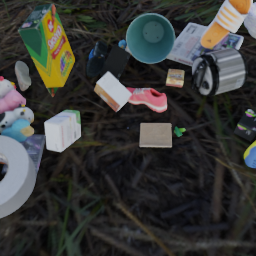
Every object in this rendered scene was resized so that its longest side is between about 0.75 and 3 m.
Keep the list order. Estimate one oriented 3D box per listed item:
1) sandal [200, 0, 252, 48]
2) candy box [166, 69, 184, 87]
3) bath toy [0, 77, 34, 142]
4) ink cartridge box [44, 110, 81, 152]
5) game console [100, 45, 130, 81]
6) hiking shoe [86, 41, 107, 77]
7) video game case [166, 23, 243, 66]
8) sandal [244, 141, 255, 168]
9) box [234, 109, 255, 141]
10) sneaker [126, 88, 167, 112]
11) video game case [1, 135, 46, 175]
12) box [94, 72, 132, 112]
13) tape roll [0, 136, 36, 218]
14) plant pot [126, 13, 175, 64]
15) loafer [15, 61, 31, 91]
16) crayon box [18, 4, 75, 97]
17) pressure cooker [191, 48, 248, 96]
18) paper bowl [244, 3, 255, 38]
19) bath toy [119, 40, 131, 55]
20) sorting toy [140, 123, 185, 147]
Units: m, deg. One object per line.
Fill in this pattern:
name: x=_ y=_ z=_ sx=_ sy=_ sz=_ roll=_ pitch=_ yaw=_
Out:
sandal: x=2.845 y=-2.972 z=8.205 sx=0.774 sy=2.019 sz=0.579 roll=22 pitch=53 yaw=-10
candy box: x=1.626 y=-1.724 z=9.633 sx=0.543 sy=0.260 sz=0.941 roll=8 pitch=33 yaw=8
bath toy: x=-3.495 y=-0.669 z=8.350 sx=1.033 sy=0.878 sz=2.377 roll=-13 pitch=50 yaw=-28
ink cartridge box: x=-1.765 y=0.053 z=7.673 sx=0.464 sy=0.800 sz=1.104 roll=8 pitch=23 yaw=17
game console: x=-0.442 y=-2.092 z=9.264 sx=0.641 sy=1.101 sz=0.969 roll=26 pitch=7 yaw=-11
hiking shoe: x=-1.173 y=-2.378 z=10.158 sx=0.591 sy=0.689 sz=1.589 roll=29 pitch=57 yaw=-20
video game case: x=3.032 y=-3.164 z=10.983 sx=2.336 sy=0.295 sz=2.564 roll=23 pitch=53 yaw=18
sandal: x=4.472 y=0.928 z=7.054 sx=2.931 sy=1.165 sz=1.276 roll=4 pitch=54 yaw=5
box: x=3.594 y=-0.094 z=8.284 sx=0.565 sy=0.473 sz=0.760 roll=31 pitch=57 yaw=23
sneaker: x=0.548 y=-1.081 z=8.978 sx=1.566 sy=0.679 sz=0.577 roll=20 pitch=53 yaw=16
video game case: x=-2.889 y=0.721 z=7.837 sx=0.925 sy=0.123 sz=1.295 roll=0 pitch=49 yaw=0
box: x=-0.480 y=-1.081 z=8.548 sx=0.986 sy=0.751 sz=0.524 roll=44 pitch=73 yaw=-1
tape roll: x=-3.398 y=1.198 z=6.950 sx=2.027 sy=0.670 sz=2.027 roll=1 pitch=56 yaw=-1
plant pot: x=0.815 y=-3.190 z=9.677 sx=1.611 sy=1.611 sz=1.085 roll=8 pitch=33 yaw=6
loafer: x=-3.578 y=-1.755 z=9.381 sx=0.454 sy=0.397 sz=1.263 roll=16 pitch=35 yaw=-43
crayon box: x=-2.293 y=-2.289 z=8.500 sx=0.590 sy=2.323 sz=1.475 roll=-2 pitch=47 yaw=13
pressure cooker: x=2.749 y=-1.744 z=8.858 sx=1.565 sy=1.377 sz=1.398 roll=-17 pitch=15 yaw=-11
paper bowl: x=5.726 y=-4.276 z=11.449 sx=1.878 sy=0.977 sz=1.878 roll=0 pitch=50 yaw=0
bath toy: x=0.365 y=-3.056 z=10.734 sx=1.405 sy=0.519 sz=0.611 roll=11 pitch=78 yaw=10
sorting toy: x=1.019 y=0.225 z=8.200 sx=1.330 sy=0.196 sz=0.983 roll=1 pitch=45 yaw=5
